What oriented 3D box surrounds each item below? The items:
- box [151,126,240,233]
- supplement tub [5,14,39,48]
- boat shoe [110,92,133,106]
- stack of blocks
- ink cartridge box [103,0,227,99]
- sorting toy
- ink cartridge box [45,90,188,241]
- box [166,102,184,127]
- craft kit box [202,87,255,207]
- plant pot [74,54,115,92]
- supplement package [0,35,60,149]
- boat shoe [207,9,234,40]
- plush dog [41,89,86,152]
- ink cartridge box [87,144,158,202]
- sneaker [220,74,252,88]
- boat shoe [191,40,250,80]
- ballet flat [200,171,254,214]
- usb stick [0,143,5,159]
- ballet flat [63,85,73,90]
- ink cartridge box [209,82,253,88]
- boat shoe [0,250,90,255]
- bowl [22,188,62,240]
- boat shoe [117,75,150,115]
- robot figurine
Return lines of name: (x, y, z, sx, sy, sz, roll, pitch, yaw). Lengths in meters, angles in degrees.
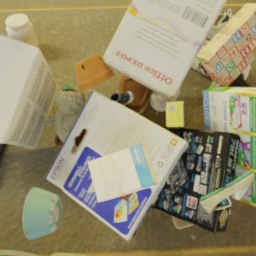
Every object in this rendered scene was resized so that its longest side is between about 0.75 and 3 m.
box: (1.345, 1.025, 6.331, 2.022, 0.506, 2.037, 5, 84, 50)
supplement tub: (-3.887, -3.385, 10.281, 0.928, 1.280, 0.928, 0, 54, 0)
boat shoe: (-0.309, -0.638, 6.810, 0.423, 0.933, 0.330, -1, 71, -36)
stack of blocks: (2.510, -1.892, 6.493, 1.666, 0.959, 0.488, -47, 33, 4)
ink cartridge box: (0.911, -2.422, 7.195, 2.047, 1.187, 2.774, 29, 96, 3)
sorting toy: (1.678, 1.758, 7.135, 1.436, 0.262, 1.329, -13, 55, -5)
ink cartridge box: (-0.313, 0.735, 6.132, 2.372, 0.557, 2.344, 31, 95, 21)
box: (1.046, -0.297, 6.411, 0.360, 1.438, 0.541, -1, 93, 8)
craft kit box: (2.769, 0.451, 5.793, 0.618, 2.546, 2.514, -18, 20, -31)
plant pot: (-0.909, -1.421, 7.061, 0.965, 0.675, 0.965, -24, 14, 6)
supplement package: (-3.453, -0.893, 6.755, 2.713, 2.837, 2.086, 19, 82, -3)
boat shoe: (2.877, -3.151, 8.469, 2.124, 0.905, 0.785, 27, 70, 1)
plush dog: (-1.078, 0.274, 7.456, 1.810, 2.256, 1.938, -51, 53, 8)
ink cartridge box: (-0.127, 0.757, 4.527, 1.042, 0.669, 0.652, -19, 76, 8)
sneaker: (2.999, -0.393, 6.874, 1.199, 0.690, 2.299, -36, 78, -26)
boat shoe: (2.768, -2.272, 9.712, 2.821, 1.015, 0.927, 21, 52, 5)
ballet flat: (1.879, 1.220, 5.170, 0.401, 1.188, 0.370, -6, 61, -54)
usb stick: (-3.908, 0.482, 8.043, 0.728, 0.428, 2.625, 1, 53, -1)
ballet flat: (-1.885, -0.929, 8.996, 0.418, 0.418, 1.143, -19, 50, -13)
ink cartridge box: (3.592, -0.888, 8.839, 2.109, 0.466, 0.992, 30, 61, 14)
boat shoe: (-2.120, 3.149, 5.630, 2.972, 1.111, 1.017, 0, 48, -1)
bowl: (-1.477, 1.521, 5.015, 0.470, 0.898, 0.898, -2, 54, 3)
boat shoe: (0.296, -1.636, 8.926, 1.043, 0.979, 2.898, 14, 49, 1)
robot figurine: (1.128, -1.009, 8.684, 0.693, 1.041, 1.227, 6, 54, 55)
